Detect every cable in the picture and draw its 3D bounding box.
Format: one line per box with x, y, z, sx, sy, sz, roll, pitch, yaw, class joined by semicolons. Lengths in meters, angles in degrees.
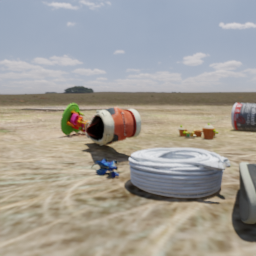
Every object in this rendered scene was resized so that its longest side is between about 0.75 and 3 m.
0.807;0.690;4.773;1.586;0.549;1.586;-1;6;7;cable

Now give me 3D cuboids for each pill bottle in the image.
5.660;-0.454;12.148;2.062;1.195;1.195;5;8;35;pill bottle

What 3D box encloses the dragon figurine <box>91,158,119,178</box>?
-0.480;0.758;5.430;0.873;0.257;0.434;6;8;32;dragon figurine

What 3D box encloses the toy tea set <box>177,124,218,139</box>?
2.524;0.078;10.243;1.482;0.549;0.881;2;7;18;toy tea set

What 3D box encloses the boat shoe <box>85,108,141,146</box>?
-0.695;0.008;7.710;0.926;1.054;2.961;-10;1;-25;boat shoe

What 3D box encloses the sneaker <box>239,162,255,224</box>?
1.915;0.756;3.581;0.919;0.647;1.730;0;4;23;sneaker

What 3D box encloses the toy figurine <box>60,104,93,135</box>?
-1.495;-0.067;10.740;1.542;1.258;1.675;16;-13;18;toy figurine
